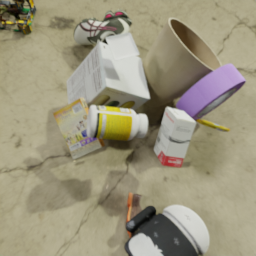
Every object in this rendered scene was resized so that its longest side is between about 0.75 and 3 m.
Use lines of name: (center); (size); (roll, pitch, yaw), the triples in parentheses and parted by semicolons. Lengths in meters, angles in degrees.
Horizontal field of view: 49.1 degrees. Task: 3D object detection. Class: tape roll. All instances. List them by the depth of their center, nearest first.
tape roll: (2.718, -1.095, 9.315); (2.253, 2.253, 0.739); (-32, 77, -14)

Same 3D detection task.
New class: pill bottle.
pill bottle: (-0.316, -0.109, 7.932); (1.614, 0.907, 0.907); (5, 64, -16)

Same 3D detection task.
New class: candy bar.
candy bar: (2.765, -0.072, 9.127); (1.203, 0.300, 0.133); (17, 76, -12)

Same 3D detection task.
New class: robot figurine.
robot figurine: (1.035, 3.567, 8.185); (2.824, 1.762, 2.122); (-37, 101, -16)

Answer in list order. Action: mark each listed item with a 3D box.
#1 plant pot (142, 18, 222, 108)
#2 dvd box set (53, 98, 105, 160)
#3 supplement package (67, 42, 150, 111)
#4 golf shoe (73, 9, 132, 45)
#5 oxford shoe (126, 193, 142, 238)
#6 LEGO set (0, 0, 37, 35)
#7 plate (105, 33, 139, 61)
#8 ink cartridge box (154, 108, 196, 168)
plant pot: (1.485, -1.995, 9.984); (2.472, 2.639, 2.472); (29, 37, -24)
dvd box set: (-1.563, 0.044, 8.788); (1.206, 0.242, 1.649); (-26, 89, 25)
supplement package: (-0.781, -1.326, 9.717); (1.772, 2.335, 1.759); (11, 57, -37)
golf shoe: (-1.205, -3.751, 11.301); (2.895, 1.117, 1.275); (-6, 69, 38)
oxford shoe: (0.224, 2.854, 9.179); (0.521, 0.509, 1.429); (5, 65, -3)
LEGO set: (-5.378, -5.369, 12.381); (2.605, 1.509, 2.003); (15, 66, 7)
plate: (-0.171, -2.327, 8.072); (0.788, 0.127, 0.786); (-18, 76, -17)
ink cartridge box: (1.339, 0.267, 8.291); (0.618, 1.476, 1.065); (9, 20, -13)
